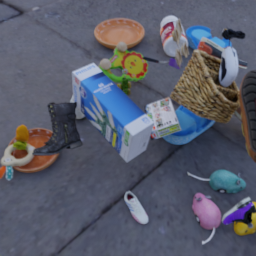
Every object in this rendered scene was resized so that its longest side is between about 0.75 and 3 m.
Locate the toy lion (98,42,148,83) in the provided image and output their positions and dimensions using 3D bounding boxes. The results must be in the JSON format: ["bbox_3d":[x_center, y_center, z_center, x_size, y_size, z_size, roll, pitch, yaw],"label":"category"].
[{"bbox_3d":[-0.093,-2.555,11.668,1.724,0.618,1.799,42,68,-6],"label":"toy lion"}]

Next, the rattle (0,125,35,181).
[{"bbox_3d":[-3.717,0.831,9.090,0.995,1.092,1.529,38,43,3],"label":"rattle"}]

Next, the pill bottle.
[{"bbox_3d":[2.175,-4.505,13.664,1.139,1.139,2.079,-2,50,-2],"label":"pill bottle"}]

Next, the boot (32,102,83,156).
[{"bbox_3d":[-2.284,-0.008,8.733,1.798,1.566,0.623,-17,7,-38],"label":"boot"}]

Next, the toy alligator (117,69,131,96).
[{"bbox_3d":[-0.146,-1.619,10.948,0.512,1.544,0.371,-13,57,-10],"label":"toy alligator"}]

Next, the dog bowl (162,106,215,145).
[{"bbox_3d":[2.259,-0.325,10.382,2.660,0.659,1.483,-32,53,-24],"label":"dog bowl"}]

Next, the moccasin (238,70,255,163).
[{"bbox_3d":[3.768,-0.387,8.063,1.058,1.116,2.891,-5,64,12],"label":"moccasin"}]

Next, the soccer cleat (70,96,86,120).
[{"bbox_3d":[-1.547,-1.431,11.137,0.878,1.086,2.515,14,51,12],"label":"soccer cleat"}]

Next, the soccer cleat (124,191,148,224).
[{"bbox_3d":[0.214,2.373,8.365,0.376,0.465,1.076,-27,56,-21],"label":"soccer cleat"}]

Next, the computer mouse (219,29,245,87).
[{"bbox_3d":[3.272,-2.191,8.829,0.997,1.818,0.399,-1,8,-39],"label":"computer mouse"}]

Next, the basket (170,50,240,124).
[{"bbox_3d":[2.817,-1.245,8.952,2.324,1.731,1.659,4,29,-49],"label":"basket"}]

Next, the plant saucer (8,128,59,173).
[{"bbox_3d":[-3.291,0.787,9.809,1.810,0.292,1.810,-1,50,1],"label":"plant saucer"}]

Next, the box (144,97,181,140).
[{"bbox_3d":[1.116,-0.363,9.520,1.025,0.323,1.862,-19,30,10],"label":"box"}]

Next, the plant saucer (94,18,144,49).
[{"bbox_3d":[-0.444,-4.757,14.319,2.535,0.474,2.535,0,49,0],"label":"plant saucer"}]

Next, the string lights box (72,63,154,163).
[{"bbox_3d":[-0.560,-0.496,8.605,0.848,1.478,2.875,-31,64,-27],"label":"string lights box"}]

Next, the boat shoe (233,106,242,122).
[{"bbox_3d":[4.531,-0.405,9.983,2.337,0.839,0.885,44,24,7],"label":"boat shoe"}]

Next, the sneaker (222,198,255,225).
[{"bbox_3d":[2.952,2.360,7.396,0.375,1.079,0.537,-1,45,-40],"label":"sneaker"}]

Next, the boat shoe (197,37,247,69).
[{"bbox_3d":[3.458,-2.646,10.132,2.094,0.655,0.745,14,7,-14],"label":"boat shoe"}]

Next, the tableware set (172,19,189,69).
[{"bbox_3d":[1.681,-2.746,9.065,0.178,1.282,1.534,-4,32,25],"label":"tableware set"}]

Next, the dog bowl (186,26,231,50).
[{"bbox_3d":[3.867,-4.161,13.739,1.346,0.599,2.415,-31,56,-23],"label":"dog bowl"}]

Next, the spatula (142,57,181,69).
[{"bbox_3d":[1.353,-2.673,11.289,1.582,0.447,0.163,9,63,-1],"label":"spatula"}]

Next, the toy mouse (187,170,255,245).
[{"bbox_3d":[2.820,2.090,8.531,2.917,0.565,2.593,-31,57,-23],"label":"toy mouse"}]
